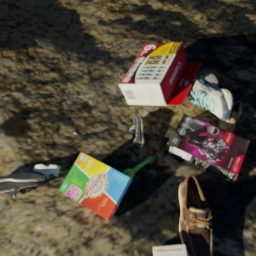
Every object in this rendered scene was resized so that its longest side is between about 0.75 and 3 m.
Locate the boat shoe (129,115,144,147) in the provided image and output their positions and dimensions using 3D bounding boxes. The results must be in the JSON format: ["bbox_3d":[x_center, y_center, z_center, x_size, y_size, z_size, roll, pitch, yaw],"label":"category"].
[{"bbox_3d":[0.271,0.074,10.056,0.407,0.471,1.296,4,57,-17],"label":"boat shoe"}]

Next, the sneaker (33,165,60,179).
[{"bbox_3d":[-2.701,1.444,9.189,0.910,0.355,0.452,-1,72,10],"label":"sneaker"}]

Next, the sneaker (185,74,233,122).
[{"bbox_3d":[2.896,-1.051,10.359,1.223,1.100,2.833,-7,33,-4],"label":"sneaker"}]

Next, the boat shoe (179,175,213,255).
[{"bbox_3d":[1.953,2.545,8.027,0.903,0.901,2.502,0,55,1],"label":"boat shoe"}]

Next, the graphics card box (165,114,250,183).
[{"bbox_3d":[2.706,0.638,9.590,2.458,0.625,1.542,24,58,18],"label":"graphics card box"}]

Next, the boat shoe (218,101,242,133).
[{"bbox_3d":[3.764,-0.406,10.332,0.569,0.605,1.589,22,56,22],"label":"boat shoe"}]

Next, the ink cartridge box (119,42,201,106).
[{"bbox_3d":[1.301,-2.120,10.827,2.299,1.098,2.618,5,50,32],"label":"ink cartridge box"}]

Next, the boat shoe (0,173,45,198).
[{"bbox_3d":[-3.683,1.855,8.858,2.087,0.758,0.655,-3,97,-9],"label":"boat shoe"}]

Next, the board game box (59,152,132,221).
[{"bbox_3d":[-1.003,1.762,8.636,1.830,0.369,1.400,24,77,19],"label":"board game box"}]

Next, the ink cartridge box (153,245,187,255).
[{"bbox_3d":[1.135,3.747,7.297,0.901,0.518,1.242,-6,57,4],"label":"ink cartridge box"}]

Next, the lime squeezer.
[{"bbox_3d":[-0.361,1.376,9.169,2.453,0.463,0.866,-6,56,-2],"label":"lime squeezer"}]
